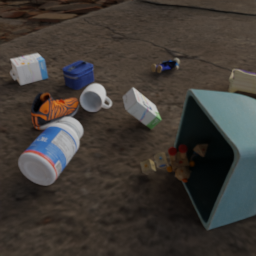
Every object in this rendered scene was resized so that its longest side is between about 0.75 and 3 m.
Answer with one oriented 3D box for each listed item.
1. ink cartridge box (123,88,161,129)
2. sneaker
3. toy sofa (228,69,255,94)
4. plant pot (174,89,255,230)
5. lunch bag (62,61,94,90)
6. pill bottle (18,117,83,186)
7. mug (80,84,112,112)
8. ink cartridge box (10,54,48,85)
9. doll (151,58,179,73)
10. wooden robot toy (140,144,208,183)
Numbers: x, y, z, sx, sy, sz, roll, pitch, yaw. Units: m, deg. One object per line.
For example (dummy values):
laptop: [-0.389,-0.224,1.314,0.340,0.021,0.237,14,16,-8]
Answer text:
ink cartridge box: [0.521,-0.746,10.808,1.413,0.618,1.027,34,25,-31]
sneaker: [-2.859,-0.916,11.145,0.867,1.252,2.235,24,44,28]
toy sofa: [5.943,-1.987,12.504,2.695,1.315,1.116,16,40,21]
plant pot: [3.242,0.700,7.938,2.881,2.821,2.829,-4,38,-13]
lunch bag: [-2.357,-2.667,13.614,1.032,1.005,1.519,25,45,29]
pill bottle: [-2.384,0.645,9.117,1.271,1.271,2.265,11,38,14]
mug: [-1.299,-1.283,12.008,1.310,0.967,1.149,31,31,-9]
ink cartridge box: [-5.011,-2.905,13.918,1.607,1.006,1.033,-22,43,-27]
doll: [2.129,-3.326,14.920,1.276,0.453,1.870,23,36,38]
wooden robot toy: [1.495,1.181,8.548,2.177,0.959,0.988,-15,61,6]
